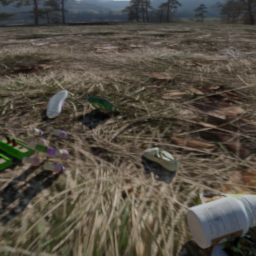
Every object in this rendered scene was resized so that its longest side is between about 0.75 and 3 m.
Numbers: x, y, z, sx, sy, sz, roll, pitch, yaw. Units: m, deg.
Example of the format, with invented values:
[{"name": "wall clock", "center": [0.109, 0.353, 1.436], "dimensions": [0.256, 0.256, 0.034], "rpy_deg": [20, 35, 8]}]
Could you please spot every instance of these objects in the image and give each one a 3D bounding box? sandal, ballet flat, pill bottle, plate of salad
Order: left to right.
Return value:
[{"name": "sandal", "center": [-3.071, -0.959, 12.134], "dimensions": [0.780, 0.471, 1.918], "rpy_deg": [-10, 37, 15]}, {"name": "ballet flat", "center": [0.965, 0.845, 8.448], "dimensions": [0.467, 0.467, 1.344], "rpy_deg": [-22, 34, -37]}, {"name": "pill bottle", "center": [2.001, 1.870, 5.764], "dimensions": [1.400, 0.800, 0.800], "rpy_deg": [-14, 29, -10]}, {"name": "plate of salad", "center": [2.238, 2.453, 5.224], "dimensions": [1.330, 0.319, 1.330], "rpy_deg": [-7, 23, 3]}]

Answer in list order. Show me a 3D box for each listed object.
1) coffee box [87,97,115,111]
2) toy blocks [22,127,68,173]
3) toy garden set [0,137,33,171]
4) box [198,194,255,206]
[{"name": "coffee box", "center": [-1.132, -1.008, 11.824], "dimensions": [1.119, 0.246, 0.688], "rpy_deg": [13, -16, 42]}, {"name": "toy blocks", "center": [-2.225, 0.626, 8.238], "dimensions": [1.140, 1.220, 1.027], "rpy_deg": [10, -7, 31]}, {"name": "toy garden set", "center": [-4.776, 0.770, 8.461], "dimensions": [2.325, 0.557, 2.789], "rpy_deg": [18, 32, 32]}, {"name": "box", "center": [2.417, 1.846, 6.520], "dimensions": [1.474, 0.369, 0.555], "rpy_deg": [1, 27, 1]}]
